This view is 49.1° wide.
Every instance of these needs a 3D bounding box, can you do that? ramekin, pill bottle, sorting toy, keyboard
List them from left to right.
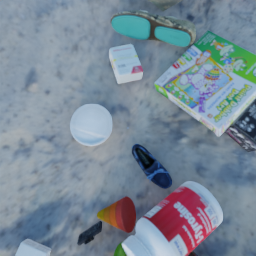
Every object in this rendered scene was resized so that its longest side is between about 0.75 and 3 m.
[{"bbox_3d":[-0.966,2.658,6.996,0.780,0.468,0.100,-38,114,17],"label":"keyboard"},{"bbox_3d":[-0.964,-0.047,7.547,1.128,0.525,1.128,0,80,0],"label":"ramekin"},{"bbox_3d":[-0.410,3.047,6.804,0.922,0.929,2.678,-8,64,22],"label":"sorting toy"},{"bbox_3d":[1.010,2.357,6.508,2.238,1.256,1.256,-33,82,-22],"label":"pill bottle"}]

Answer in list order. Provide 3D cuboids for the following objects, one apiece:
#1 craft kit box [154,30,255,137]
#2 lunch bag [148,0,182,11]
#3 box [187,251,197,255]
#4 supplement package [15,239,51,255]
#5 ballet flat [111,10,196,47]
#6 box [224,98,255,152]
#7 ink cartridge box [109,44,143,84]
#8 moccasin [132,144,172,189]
[{"bbox_3d":[2.249,-1.265,7.403,2.241,0.544,2.213,-46,64,-7],"label":"craft kit box"},{"bbox_3d":[1.245,-4.839,7.524,2.015,1.444,2.456,-17,76,38],"label":"lunch bag"},{"bbox_3d":[1.536,4.687,6.410,2.193,1.153,2.678,39,82,6],"label":"box"},{"bbox_3d":[-2.468,3.368,6.972,0.702,0.499,0.901,22,80,3],"label":"supplement package"},{"bbox_3d":[0.743,-2.900,7.926,2.385,0.809,0.898,14,54,8],"label":"ballet flat"},{"bbox_3d":[3.423,-0.218,7.421,0.964,0.837,1.459,42,81,8],"label":"box"},{"bbox_3d":[-0.070,-1.774,7.764,0.696,0.400,0.959,-13,67,-11],"label":"ink cartridge box"},{"bbox_3d":[0.568,1.051,7.353,1.434,0.489,0.577,44,91,5],"label":"moccasin"}]
